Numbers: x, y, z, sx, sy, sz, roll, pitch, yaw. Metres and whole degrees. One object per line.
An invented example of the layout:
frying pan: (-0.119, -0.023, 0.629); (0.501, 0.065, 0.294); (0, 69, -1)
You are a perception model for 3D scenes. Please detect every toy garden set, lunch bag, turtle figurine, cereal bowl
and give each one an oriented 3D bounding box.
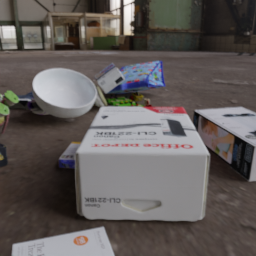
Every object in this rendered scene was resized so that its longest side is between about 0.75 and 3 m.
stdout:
toy garden set: (0.157, -1.179, 11.980); (1.661, 0.398, 1.992); (-9, 21, -24)
lunch bag: (0.277, -2.186, 12.927); (2.121, 1.325, 2.818); (-4, 16, 24)
turtle figurine: (-3.998, -0.596, 7.969); (1.566, 1.615, 1.162); (-23, 0, 35)
cereal bowl: (-2.236, -1.093, 9.785); (2.150, 0.895, 2.150); (11, 43, -11)

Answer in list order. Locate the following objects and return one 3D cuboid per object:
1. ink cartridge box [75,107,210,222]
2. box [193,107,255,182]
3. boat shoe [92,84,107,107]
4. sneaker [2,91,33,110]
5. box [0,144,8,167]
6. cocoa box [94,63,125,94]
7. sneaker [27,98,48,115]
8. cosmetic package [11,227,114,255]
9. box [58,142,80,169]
ink cartridge box: (0.274, 0.497, 5.811); (2.143, 1.244, 2.970); (0, 19, 3)
box: (2.981, 0.247, 7.167); (1.638, 0.844, 2.808); (-5, 20, -13)
boat shoe: (-1.490, -1.257, 11.705); (0.807, 0.882, 2.360); (-26, 20, -8)
sneaker: (-4.431, -1.203, 11.679); (1.455, 0.553, 1.051); (11, 30, 5)
box: (-4.372, 0.695, 6.367); (2.236, 0.560, 2.253); (15, 23, 35)
cocoa box: (-0.801, -2.111, 11.887); (1.041, 0.694, 0.683); (-36, 39, 3)
sneaker: (-3.348, -1.229, 11.304); (1.564, 0.994, 2.742); (-13, 23, -26)
cosmetic package: (-0.680, 1.876, 3.138); (1.231, 0.422, 1.633); (-3, 19, -18)
box: (-1.196, 0.689, 6.836); (0.721, 0.251, 1.211); (3, 21, 6)
